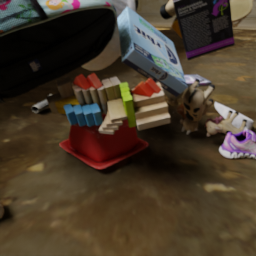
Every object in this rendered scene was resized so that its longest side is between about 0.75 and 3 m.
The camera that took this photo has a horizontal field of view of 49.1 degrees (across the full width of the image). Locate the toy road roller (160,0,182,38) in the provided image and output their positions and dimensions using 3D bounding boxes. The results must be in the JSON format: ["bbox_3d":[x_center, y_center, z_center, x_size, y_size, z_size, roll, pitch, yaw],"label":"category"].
[{"bbox_3d":[2.145,-4.088,9.740,1.116,1.817,1.326,1,55,58],"label":"toy road roller"}]

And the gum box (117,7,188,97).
[{"bbox_3d":[0.533,-1.784,6.494,1.597,0.419,1.879,27,39,-30],"label":"gum box"}]

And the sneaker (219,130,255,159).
[{"bbox_3d":[2.963,0.374,6.704,1.469,0.649,0.591,1,23,-1],"label":"sneaker"}]

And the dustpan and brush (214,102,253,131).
[{"bbox_3d":[3.163,-0.061,7.779,1.194,0.489,1.710,19,17,-26],"label":"dustpan and brush"}]

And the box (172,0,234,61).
[{"bbox_3d":[1.683,-2.317,6.152,1.114,1.559,0.281,-15,49,14],"label":"box"}]

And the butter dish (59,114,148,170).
[{"bbox_3d":[-0.606,-0.001,6.759,1.722,1.273,1.718,-23,32,-39],"label":"butter dish"}]

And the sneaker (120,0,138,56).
[{"bbox_3d":[-0.405,-3.801,9.142,1.114,2.797,1.084,12,13,35],"label":"sneaker"}]

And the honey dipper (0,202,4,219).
[{"bbox_3d":[-2.818,1.149,5.431,0.384,0.384,2.021,-16,25,-30],"label":"honey dipper"}]

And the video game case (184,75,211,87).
[{"bbox_3d":[2.552,-2.136,12.736,1.968,0.187,1.406,-5,25,-12],"label":"video game case"}]

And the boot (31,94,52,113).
[{"bbox_3d":[-2.906,-0.811,9.685,0.978,0.355,0.889,-44,20,-33],"label":"boot"}]

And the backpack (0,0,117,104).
[{"bbox_3d":[-1.805,-2.110,5.726,2.996,2.256,2.660,-23,-5,-10],"label":"backpack"}]

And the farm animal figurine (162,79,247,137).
[{"bbox_3d":[1.893,-0.319,7.309,2.028,2.006,1.057,19,64,43],"label":"farm animal figurine"}]

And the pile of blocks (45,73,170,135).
[{"bbox_3d":[-0.517,-0.542,5.195,2.600,0.808,1.067,3,41,18],"label":"pile of blocks"}]

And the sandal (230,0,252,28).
[{"bbox_3d":[2.826,-2.977,7.289,0.752,0.675,2.052,16,53,23],"label":"sandal"}]

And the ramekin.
[{"bbox_3d":[-1.273,-3.183,8.066,2.812,2.812,1.371,22,11,39],"label":"ramekin"}]
